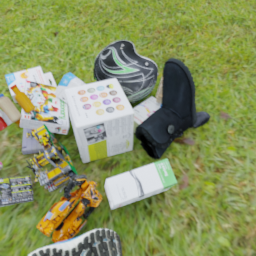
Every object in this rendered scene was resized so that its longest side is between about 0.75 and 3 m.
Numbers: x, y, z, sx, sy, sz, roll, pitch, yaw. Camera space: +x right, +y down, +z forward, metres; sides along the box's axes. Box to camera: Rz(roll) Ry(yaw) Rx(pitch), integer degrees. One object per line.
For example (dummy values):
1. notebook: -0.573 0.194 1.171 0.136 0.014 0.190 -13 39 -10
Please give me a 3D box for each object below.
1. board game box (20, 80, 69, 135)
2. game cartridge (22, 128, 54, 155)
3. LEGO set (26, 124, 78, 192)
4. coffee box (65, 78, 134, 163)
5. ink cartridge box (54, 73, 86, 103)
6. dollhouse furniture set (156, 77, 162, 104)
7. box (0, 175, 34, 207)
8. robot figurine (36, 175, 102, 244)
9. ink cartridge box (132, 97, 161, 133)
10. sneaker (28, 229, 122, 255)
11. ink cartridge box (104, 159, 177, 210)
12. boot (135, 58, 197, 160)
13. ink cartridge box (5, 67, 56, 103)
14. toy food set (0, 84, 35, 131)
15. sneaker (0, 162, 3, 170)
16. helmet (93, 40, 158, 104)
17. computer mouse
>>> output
1. board game box: -3.159 -0.824 10.678 1.626 0.446 2.575 10 36 -24
2. game cartridge: -3.392 0.219 10.627 1.114 0.330 1.718 -4 48 -10
3. LEGO set: -2.633 1.039 8.848 1.244 2.147 1.651 -31 62 -4
4. coffee box: -0.989 -0.266 9.923 1.932 1.954 1.951 -14 49 -13
5. ink cartridge box: -1.939 -1.268 10.943 1.625 0.941 0.542 36 25 -3
6. dollhouse furniture set: 2.015 -1.361 11.193 1.665 0.813 1.420 16 23 0
7. box: -3.431 1.894 8.490 1.020 0.226 0.817 1 69 -45
8. robot figurine: -1.530 2.333 7.993 0.581 1.446 1.995 17 56 45
9. ink cartridge box: 0.793 -0.397 10.911 1.563 0.662 1.130 -36 55 -28
10. sneaker: -1.401 3.175 7.003 2.810 1.264 1.101 6 70 -36
11. ink cartridge box: 0.300 1.708 8.346 1.910 1.394 0.803 -17 72 -13
12. boot: 1.237 -0.579 9.620 2.431 2.893 1.105 -39 37 -28
13. ink cartridge box: -4.163 -1.940 12.165 1.925 0.653 1.108 -20 69 -18
14. toy food set: -3.978 -0.407 8.496 2.045 0.920 0.976 -27 16 17
15. sneaker: -4.494 1.678 8.819 1.496 0.608 0.660 -44 64 5
16. helmet: -0.074 -2.105 11.422 2.415 2.415 2.303 -25 64 -21
17. computer mouse: 2.320 -0.156 10.919 2.161 0.368 0.634 -26 54 -21
